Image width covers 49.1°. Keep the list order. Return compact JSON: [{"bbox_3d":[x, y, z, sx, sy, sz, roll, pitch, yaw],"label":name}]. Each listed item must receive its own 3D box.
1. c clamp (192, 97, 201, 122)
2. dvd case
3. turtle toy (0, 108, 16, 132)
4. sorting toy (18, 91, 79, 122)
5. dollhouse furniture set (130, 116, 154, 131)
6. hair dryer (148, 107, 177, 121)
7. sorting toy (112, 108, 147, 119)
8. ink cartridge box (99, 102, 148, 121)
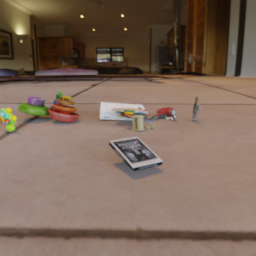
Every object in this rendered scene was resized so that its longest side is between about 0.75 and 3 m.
[{"bbox_3d":[2.934,-0.750,12.188,0.174,1.100,1.288,1,-29,3],"label":"c clamp"},{"bbox_3d":[0.171,0.628,7.042,0.894,0.147,1.190,-8,34,-33],"label":"dvd case"},{"bbox_3d":[-4.484,-0.302,10.427,0.460,0.910,0.663,-38,15,-34],"label":"turtle toy"},{"bbox_3d":[-3.437,-1.089,12.594,2.818,1.157,1.693,13,9,11],"label":"sorting toy"},{"bbox_3d":[0.542,-0.216,11.047,0.803,0.566,0.563,-9,11,-40],"label":"dollhouse furniture set"},{"bbox_3d":[1.604,-0.699,13.234,1.306,0.466,1.714,-2,11,4],"label":"hair dryer"},{"bbox_3d":[0.020,-0.624,12.024,1.084,0.380,2.249,6,8,20],"label":"sorting toy"},{"bbox_3d":[-0.270,-0.800,13.608,2.213,0.479,2.173,4,15,-5],"label":"ink cartridge box"}]
